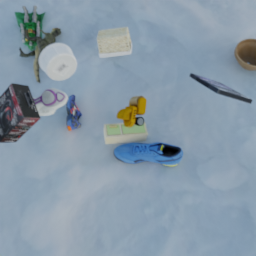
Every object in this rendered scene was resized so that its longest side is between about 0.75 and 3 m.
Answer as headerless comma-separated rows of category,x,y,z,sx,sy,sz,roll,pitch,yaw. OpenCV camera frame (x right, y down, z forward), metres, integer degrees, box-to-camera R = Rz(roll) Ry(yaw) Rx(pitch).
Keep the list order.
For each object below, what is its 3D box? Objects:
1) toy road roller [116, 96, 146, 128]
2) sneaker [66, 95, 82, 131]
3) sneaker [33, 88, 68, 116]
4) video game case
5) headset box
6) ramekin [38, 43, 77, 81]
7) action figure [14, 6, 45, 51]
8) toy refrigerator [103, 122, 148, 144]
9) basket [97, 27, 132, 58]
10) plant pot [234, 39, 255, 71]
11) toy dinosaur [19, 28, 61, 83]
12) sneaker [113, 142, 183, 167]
toy road roller,0.084,-0.514,8.510,0.737,0.620,1.009,11,85,-32
sneaker,-1.984,-0.560,10.349,0.558,0.536,1.422,-1,71,-9
sneaker,-2.652,-0.828,9.446,1.820,0.907,0.681,-11,73,30
video game case,2.911,-1.289,8.982,1.304,0.173,1.825,13,20,-21
headset box,-3.215,-0.433,7.974,1.541,0.578,1.145,-37,70,29
ramekin,-2.242,-2.095,9.092,1.165,1.165,0.568,-28,56,-14
action figure,-4.247,-4.322,12.222,1.373,0.636,2.324,-8,66,-8
toy refrigerator,-0.095,0.158,9.649,1.446,0.506,0.549,-4,56,-10
basket,-0.572,-3.496,11.418,1.357,0.837,0.920,-5,43,8
plant pot,5.002,-2.840,11.373,1.502,0.693,1.502,0,63,-1
toy dinosaur,-3.766,-3.331,11.638,1.309,0.705,2.970,17,66,-3
sneaker,0.663,0.760,9.381,2.331,0.914,0.768,5,60,5
